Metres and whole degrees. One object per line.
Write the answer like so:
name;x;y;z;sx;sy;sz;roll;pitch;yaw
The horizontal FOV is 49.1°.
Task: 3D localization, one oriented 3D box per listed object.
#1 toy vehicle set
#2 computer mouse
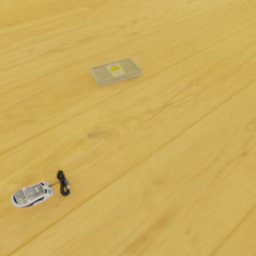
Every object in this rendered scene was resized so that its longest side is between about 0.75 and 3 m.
toy vehicle set;-0.608;-2.749;13.607;2.185;0.290;1.358;-18;46;-14
computer mouse;-2.674;1.971;8.611;1.751;0.384;0.960;-19;51;-27
